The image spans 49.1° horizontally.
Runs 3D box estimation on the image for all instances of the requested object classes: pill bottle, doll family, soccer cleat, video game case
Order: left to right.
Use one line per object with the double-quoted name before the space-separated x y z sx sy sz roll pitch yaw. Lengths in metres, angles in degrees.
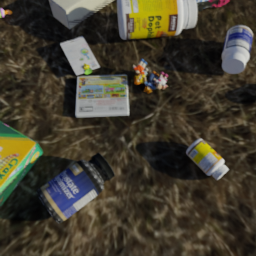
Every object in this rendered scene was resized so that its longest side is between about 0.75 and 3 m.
"pill bottle" -1.375 1.570 7.646 1.947 1.089 1.089 -36 68 -17
"video game case" -0.887 -1.103 9.577 1.760 0.201 1.602 -3 62 0
"doll family" 0.679 -1.663 9.741 1.377 0.621 0.855 30 57 -5
"pill bottle" 1.040 -4.179 10.444 2.813 1.537 1.537 -6 62 -2
"pill bottle" 2.331 0.936 8.227 0.653 0.653 1.195 -36 68 -17
"soccer cleat" 3.294 -5.325 11.576 1.783 0.623 0.770 -16 63 -8
"pill bottle" 3.883 -2.788 10.050 0.934 0.934 1.613 17 64 9

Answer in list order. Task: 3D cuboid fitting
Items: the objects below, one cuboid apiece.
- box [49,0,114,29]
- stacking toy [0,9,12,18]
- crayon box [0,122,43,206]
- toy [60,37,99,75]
"box" -1.734 -5.303 11.374 2.787 0.953 1.145 -41 69 -19
"stacking toy" -5.227 -4.670 11.352 0.975 0.535 0.566 -8 55 -16
"crayon box" -3.902 1.223 8.012 1.524 0.748 2.566 27 65 14
"toy" -1.767 -2.570 10.259 0.903 0.370 1.568 -23 65 -15
